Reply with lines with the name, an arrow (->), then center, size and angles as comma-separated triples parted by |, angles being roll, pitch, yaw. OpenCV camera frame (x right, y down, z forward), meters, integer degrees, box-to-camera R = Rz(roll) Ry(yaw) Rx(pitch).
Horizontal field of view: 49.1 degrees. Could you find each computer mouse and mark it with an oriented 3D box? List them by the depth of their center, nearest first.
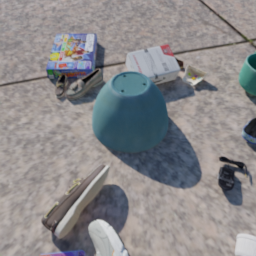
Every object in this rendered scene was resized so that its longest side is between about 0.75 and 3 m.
computer mouse -> 3.142, 1.474, 8.455 | 0.907, 0.297, 1.292 | 14, 44, 7

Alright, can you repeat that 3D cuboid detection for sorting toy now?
sorting toy -> 2.688, -2.088, 11.592 | 0.917, 0.490, 0.826 | 32, 63, 25

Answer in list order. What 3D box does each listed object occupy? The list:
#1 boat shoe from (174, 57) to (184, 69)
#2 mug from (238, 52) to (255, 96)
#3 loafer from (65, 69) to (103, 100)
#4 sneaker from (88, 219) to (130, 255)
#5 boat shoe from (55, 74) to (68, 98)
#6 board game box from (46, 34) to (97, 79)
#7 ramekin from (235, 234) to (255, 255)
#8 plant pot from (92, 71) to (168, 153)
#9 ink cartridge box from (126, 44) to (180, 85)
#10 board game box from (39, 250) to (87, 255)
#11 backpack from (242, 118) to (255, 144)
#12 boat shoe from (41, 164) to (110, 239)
boat shoe -> 1.993, -3.008, 12.424 | 0.404, 0.403, 1.119 | -36, 57, -28
mug -> 5.260, -2.063, 11.007 | 1.575, 1.185, 1.917 | 34, 51, 24
loafer -> -1.775, -1.796, 11.203 | 0.656, 0.574, 1.825 | 36, 57, 28
sneaker -> -0.423, 3.424, 6.157 | 1.341, 1.103, 2.915 | -25, 51, -16
boat shoe -> -2.702, -1.694, 11.266 | 0.415, 0.344, 1.156 | 5, 48, 4
board game box -> -2.444, -3.305, 12.624 | 1.958, 0.499, 2.893 | 0, 48, 0
ramekin -> 3.026, 2.985, 6.583 | 1.067, 1.067, 0.497 | 24, 65, 20
plant pot -> 0.072, -0.788, 9.439 | 2.737, 1.844, 2.737 | 0, 48, 0
ink cartridge box -> 0.973, -2.500, 11.449 | 1.842, 0.763, 1.352 | -16, 72, -14
board game box -> -1.621, 3.499, 6.563 | 1.572, 0.306, 1.242 | -4, 48, -3
backpack -> 4.235, 0.172, 9.403 | 0.782, 0.574, 0.715 | -36, 55, -22
boat shoe -> -1.376, 1.837, 7.742 | 0.703, 0.848, 2.362 | 27, 59, 18
